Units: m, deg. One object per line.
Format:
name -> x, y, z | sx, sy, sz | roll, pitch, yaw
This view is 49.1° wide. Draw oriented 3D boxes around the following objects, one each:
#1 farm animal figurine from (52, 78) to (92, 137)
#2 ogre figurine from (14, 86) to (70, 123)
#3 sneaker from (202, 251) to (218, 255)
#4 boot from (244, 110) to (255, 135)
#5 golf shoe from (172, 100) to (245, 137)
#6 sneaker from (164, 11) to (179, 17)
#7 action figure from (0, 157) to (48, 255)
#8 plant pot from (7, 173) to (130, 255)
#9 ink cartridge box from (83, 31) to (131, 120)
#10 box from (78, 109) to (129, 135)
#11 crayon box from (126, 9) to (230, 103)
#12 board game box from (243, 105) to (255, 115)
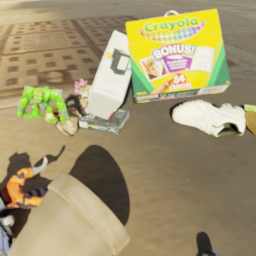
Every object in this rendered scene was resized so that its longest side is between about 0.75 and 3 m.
farm animal figurine -> -1.998, -0.756, 11.201 | 2.199, 1.106, 1.776 | -47, 39, -8
ogre figurine -> -2.494, -0.697, 8.105 | 1.584, 0.950, 0.777 | 10, 13, 24
sneaker -> 1.624, 3.273, 5.721 | 0.704, 0.603, 1.700 | 12, 37, 7
boot -> 6.077, -0.166, 10.658 | 2.095, 0.981, 2.695 | -26, 42, -34
golf shoe -> 3.111, -0.282, 10.854 | 2.795, 1.094, 1.359 | 2, 42, 9
sneaker -> 1.799, -2.725, 10.216 | 1.216, 3.000, 1.127 | 7, 50, 42
action figure -> -2.963, 2.206, 7.208 | 2.607, 1.410, 2.695 | -22, 65, -20
plant pot -> -1.396, 2.378, 6.016 | 2.184, 2.184, 1.895 | 27, 57, 35
ink cartridge box -> -0.550, -1.665, 9.166 | 0.957, 1.685, 2.312 | 20, 67, -11
box -> -0.962, -0.366, 11.462 | 1.725, 0.440, 1.360 | 10, 35, 16
crayon box -> 1.355, -2.037, 8.069 | 2.619, 2.260, 0.764 | -7, -11, 4
board game box -> 5.242, -0.557, 11.906 | 0.590, 0.277, 1.161 | 10, 34, 15
